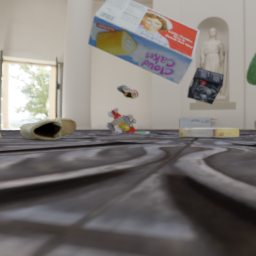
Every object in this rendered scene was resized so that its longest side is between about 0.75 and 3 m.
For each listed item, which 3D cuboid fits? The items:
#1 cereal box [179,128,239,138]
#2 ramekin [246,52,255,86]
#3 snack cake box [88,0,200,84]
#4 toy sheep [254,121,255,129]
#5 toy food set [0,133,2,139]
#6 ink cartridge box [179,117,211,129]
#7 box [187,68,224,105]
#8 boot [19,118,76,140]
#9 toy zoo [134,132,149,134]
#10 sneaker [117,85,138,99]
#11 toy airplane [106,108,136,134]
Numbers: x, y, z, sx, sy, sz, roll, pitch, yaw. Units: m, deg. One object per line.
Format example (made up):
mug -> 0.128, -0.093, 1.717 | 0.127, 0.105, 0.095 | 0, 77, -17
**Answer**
cereal box -> 2.782, 0.166, 9.753 | 1.203, 0.331, 1.673 | 0, 0, -35
ramekin -> 4.767, -2.042, 8.634 | 2.103, 2.103, 1.027 | 0, 35, -49
snack cake box -> 0.506, -2.632, 8.141 | 2.876, 1.654, 0.966 | 23, -43, -2
toy sheep -> 6.451, -0.116, 13.215 | 1.345, 0.928, 0.928 | 23, -11, -26
toy food set -> -3.244, 0.165, 4.902 | 1.876, 0.545, 2.718 | 7, -7, -17
ink cartridge box -> 3.242, -0.086, 13.487 | 1.414, 0.804, 1.941 | 0, 0, 16
box -> 3.593, -1.940, 13.106 | 1.269, 0.725, 1.393 | 15, -36, 3
boot -> -2.154, 0.026, 8.304 | 1.769, 0.637, 1.368 | -7, 3, -34
toy zoo -> 0.821, 0.269, 15.954 | 0.838, 0.086, 0.550 | 0, 0, -31
sneaker -> -0.076, -1.602, 12.441 | 1.069, 0.416, 0.439 | 26, 43, 27
toy airplane -> -0.454, -0.268, 14.758 | 1.659, 1.176, 1.666 | 12, -31, 12
